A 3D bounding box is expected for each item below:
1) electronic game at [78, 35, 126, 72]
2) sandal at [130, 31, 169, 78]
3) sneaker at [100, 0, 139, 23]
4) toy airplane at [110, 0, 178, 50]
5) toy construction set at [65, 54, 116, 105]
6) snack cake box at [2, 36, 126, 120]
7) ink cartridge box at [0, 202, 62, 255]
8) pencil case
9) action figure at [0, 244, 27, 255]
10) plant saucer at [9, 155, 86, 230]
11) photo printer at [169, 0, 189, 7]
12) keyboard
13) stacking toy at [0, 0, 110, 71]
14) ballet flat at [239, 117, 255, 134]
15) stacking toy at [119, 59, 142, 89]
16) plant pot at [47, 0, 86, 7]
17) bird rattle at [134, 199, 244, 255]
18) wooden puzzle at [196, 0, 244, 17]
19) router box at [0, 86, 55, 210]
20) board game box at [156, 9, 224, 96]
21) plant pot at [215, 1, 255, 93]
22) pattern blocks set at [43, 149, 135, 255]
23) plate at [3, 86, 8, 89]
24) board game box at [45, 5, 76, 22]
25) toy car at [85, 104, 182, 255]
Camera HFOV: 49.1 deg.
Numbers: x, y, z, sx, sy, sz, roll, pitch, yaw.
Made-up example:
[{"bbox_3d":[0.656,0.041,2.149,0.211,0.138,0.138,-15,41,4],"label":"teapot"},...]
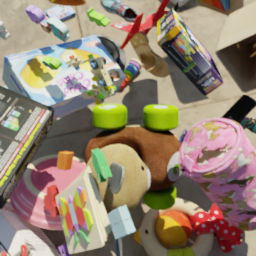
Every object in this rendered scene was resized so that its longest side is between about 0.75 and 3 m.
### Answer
[{"bbox_3d":[-1.186,-2.372,9.870,2.238,0.466,2.238,0,66,0],"label":"electronic game"},{"bbox_3d":[0.546,-1.850,7.819,0.668,1.821,0.599,-13,46,31],"label":"sandal"},{"bbox_3d":[-0.171,-3.021,7.071,1.100,0.525,0.436,22,101,-15],"label":"sneaker"},{"bbox_3d":[0.553,-2.777,7.305,2.508,2.508,0.461,-36,81,-16],"label":"toy airplane"},{"bbox_3d":[-0.797,-1.187,6.521,0.634,0.902,1.376,-50,116,-25],"label":"toy construction set"},{"bbox_3d":[-1.578,-1.283,7.273,2.715,0.912,1.561,-29,77,-38],"label":"snack cake box"},{"bbox_3d":[-2.317,3.181,6.306,2.977,2.173,1.255,41,73,19],"label":"ink cartridge box"},{"bbox_3d":[1.974,1.007,5.354,1.201,2.777,1.150,-9,50,37],"label":"pencil case"},{"bbox_3d":[-1.876,2.478,4.452,0.582,1.778,0.460,-12,102,-18],"label":"action figure"},{"bbox_3d":[-1.726,1.462,7.245,2.480,0.629,2.480,11,28,-6],"label":"plant saucer"},{"bbox_3d":[2.202,-5.793,11.152,1.687,0.586,1.404,-40,81,7],"label":"photo printer"},{"bbox_3d":[2.325,-0.049,6.249,0.148,1.433,0.910,31,21,-23],"label":"keyboard"},{"bbox_3d":[-1.623,-2.146,5.645,2.040,0.479,1.538,34,72,20],"label":"stacking toy"},{"bbox_3d":[3.147,-0.117,7.218,1.142,0.395,0.406,14,28,-28],"label":"ballet flat"},{"bbox_3d":[-0.026,-1.834,9.655,0.493,0.493,1.156,33,73,14],"label":"stacking toy"},{"bbox_3d":[-1.483,-3.399,6.783,0.939,0.939,0.657,3,101,1],"label":"plant pot"},{"bbox_3d":[1.472,2.656,7.046,2.311,1.597,2.835,29,64,30],"label":"bird rattle"},{"bbox_3d":[2.494,-4.184,8.071,0.364,1.807,1.953,-30,41,-10],"label":"wooden puzzle"},{"bbox_3d":[-2.581,0.212,5.275,1.611,0.668,2.150,23,50,-3],"label":"router box"},{"bbox_3d":[1.332,-1.759,6.280,1.559,0.535,1.886,41,28,-19],"label":"board game box"},{"bbox_3d":[2.784,-1.849,5.860,1.462,1.460,1.295,-20,47,36],"label":"plant pot"},{"bbox_3d":[-0.856,1.496,4.857,0.216,2.663,2.341,-6,53,-37],"label":"pattern blocks set"},{"bbox_3d":[-3.887,-0.443,9.059,2.444,0.312,2.444,0,65,1],"label":"plate"},{"bbox_3d":[-2.665,-4.531,11.055,0.970,0.178,0.734,-29,68,-13],"label":"board game box"},{"bbox_3d":[0.060,0.919,5.272,2.182,2.765,2.271,1,106,5],"label":"toy car"}]
